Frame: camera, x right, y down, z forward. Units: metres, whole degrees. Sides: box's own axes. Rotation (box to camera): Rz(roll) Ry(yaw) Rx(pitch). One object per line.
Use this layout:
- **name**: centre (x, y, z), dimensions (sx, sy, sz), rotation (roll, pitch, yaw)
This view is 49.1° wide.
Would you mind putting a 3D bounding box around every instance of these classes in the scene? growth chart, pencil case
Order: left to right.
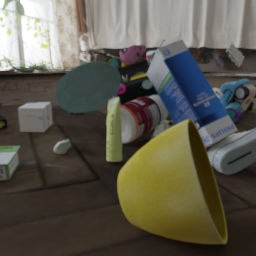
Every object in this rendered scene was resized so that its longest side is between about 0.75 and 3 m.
- **pencil case**: centre (4.614, -0.680, 12.299), dimensions (0.742, 0.683, 1.606), rotation (2, 14, 29)
- **growth chart**: centre (3.932, -2.677, 10.288), dimensions (0.606, 0.838, 0.074), rotation (-51, 14, -18)

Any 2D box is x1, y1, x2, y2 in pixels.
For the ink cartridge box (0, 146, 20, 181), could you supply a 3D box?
- **ink cartridge box**: centre (-3.162, 0.850, 6.938), dimensions (0.719, 0.411, 1.386), rotation (-2, 15, -9)

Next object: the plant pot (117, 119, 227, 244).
- **plant pot**: centre (0.627, 0.948, 4.448), dimensions (1.326, 1.868, 1.868), rotation (-19, 8, 20)

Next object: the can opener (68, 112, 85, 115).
- **can opener**: centre (-2.514, -0.734, 13.589), dimensions (0.833, 0.222, 0.278), rotation (9, 50, 28)

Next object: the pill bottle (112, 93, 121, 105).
- **pill bottle**: centre (-0.416, -1.491, 13.485), dimensions (0.761, 1.314, 0.761), rotation (15, 30, -9)

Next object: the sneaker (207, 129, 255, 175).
- **sneaker**: centre (3.155, 0.334, 7.108), dimensions (2.569, 0.938, 0.909), rotation (-18, 18, -11)

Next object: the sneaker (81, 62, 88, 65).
- **sneaker**: centre (-1.218, -2.090, 11.623), dimensions (1.140, 1.018, 2.853), rotation (6, 2, 7)

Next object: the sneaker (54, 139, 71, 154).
- **sneaker**: centre (-2.015, 0.583, 8.302), dimensions (0.349, 0.331, 0.866), rotation (-7, 8, 13)

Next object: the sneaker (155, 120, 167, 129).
- **sneaker**: centre (0.834, -0.278, 10.973), dimensions (1.594, 0.564, 0.582), rotation (-5, 16, -20)

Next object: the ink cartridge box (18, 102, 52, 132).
- **ink cartridge box**: centre (-3.560, -0.434, 10.838), dimensions (0.946, 0.929, 1.285), rotation (0, 15, -2)

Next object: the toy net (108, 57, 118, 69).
- **toy net**: centre (-0.961, -1.951, 10.398), dimensions (0.378, 1.026, 1.956), rotation (40, 33, 0)

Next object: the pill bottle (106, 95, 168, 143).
- **pill bottle**: centre (0.381, -0.377, 9.391), dimensions (1.189, 1.189, 2.082), rotation (12, 27, 39)

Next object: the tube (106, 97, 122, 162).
- **tube**: centre (-0.384, 0.048, 7.400), dimensions (0.482, 1.662, 0.431), rotation (0, 0, 19)

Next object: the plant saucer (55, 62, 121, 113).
- **plant saucer**: centre (-1.241, -1.290, 8.491), dimensions (2.074, 2.074, 0.399), rotation (-9, 54, -31)

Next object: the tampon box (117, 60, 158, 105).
- **tampon box**: centre (0.389, -1.432, 11.337), dimensions (1.492, 1.990, 1.257), rotation (-16, 46, 7)

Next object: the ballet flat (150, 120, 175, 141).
- **ballet flat**: centre (1.199, 0.180, 8.861), dimensions (0.796, 0.796, 2.252), rotation (8, 17, 27)

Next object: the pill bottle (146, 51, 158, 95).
- **pill bottle**: centre (1.731, -2.359, 14.148), dimensions (1.681, 2.902, 1.681), rotation (0, 11, 0)

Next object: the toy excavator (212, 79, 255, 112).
- **toy excavator**: centre (5.057, -1.672, 14.413), dimensions (1.315, 2.560, 2.633), rotation (-9, 45, -29)

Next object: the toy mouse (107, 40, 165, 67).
- **toy mouse**: centre (0.658, -2.661, 11.116), dimensions (2.804, 0.543, 2.492), rotation (11, -22, -36)

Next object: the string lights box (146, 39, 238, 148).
- **string lights box**: centre (1.564, -0.760, 7.448), dimensions (0.799, 2.710, 1.393), rotation (-25, -11, -15)

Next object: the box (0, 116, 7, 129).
- **box**: centre (-5.771, -0.153, 10.803), dimensions (1.751, 0.403, 1.392), rotation (-12, 19, -39)
